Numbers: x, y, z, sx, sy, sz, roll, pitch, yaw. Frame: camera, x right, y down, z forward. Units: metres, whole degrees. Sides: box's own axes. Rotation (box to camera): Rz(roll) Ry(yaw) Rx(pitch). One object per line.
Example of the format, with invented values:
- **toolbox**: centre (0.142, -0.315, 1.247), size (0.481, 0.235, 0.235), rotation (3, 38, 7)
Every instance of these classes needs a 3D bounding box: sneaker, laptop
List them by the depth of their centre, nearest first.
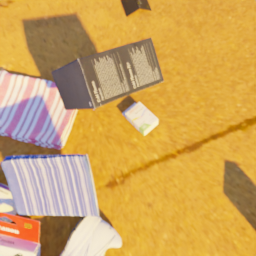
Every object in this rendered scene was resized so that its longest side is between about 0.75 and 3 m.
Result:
- **sneaker**: centre (-1.250, 3.440, 6.482), size (1.277, 1.092, 2.932), rotation (33, 74, 6)
- **sneaker**: centre (-4.016, 1.802, 7.091), size (2.517, 0.942, 1.254), rotation (19, 72, 7)
- **laptop**: centre (0.275, -4.247, 9.714), size (0.806, 0.467, 0.755), rotation (-6, 68, -32)

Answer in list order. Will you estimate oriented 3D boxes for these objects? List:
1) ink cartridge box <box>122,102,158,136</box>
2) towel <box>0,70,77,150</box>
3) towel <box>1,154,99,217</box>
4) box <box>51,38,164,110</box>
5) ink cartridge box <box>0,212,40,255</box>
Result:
- **ink cartridge box**: centre (0.324, -0.327, 8.091), size (0.585, 0.336, 0.999), rotation (-41, 68, -12)
- **towel**: centre (-2.899, -0.595, 8.227), size (2.733, 0.409, 2.000), rotation (13, 70, 5)
- **towel**: centre (-1.715, 1.290, 6.089), size (2.051, 0.245, 1.485), rotation (-4, 106, 16)
- **box**: centre (-0.551, -1.202, 6.581), size (1.825, 2.004, 1.043), rotation (-26, 104, -27)
- **ink cartridge box**: centre (-2.930, 2.686, 6.618), size (1.683, 1.461, 0.366), rotation (12, 27, 4)
